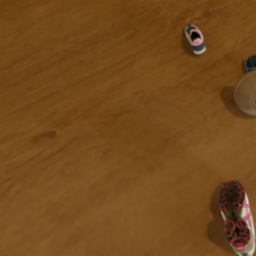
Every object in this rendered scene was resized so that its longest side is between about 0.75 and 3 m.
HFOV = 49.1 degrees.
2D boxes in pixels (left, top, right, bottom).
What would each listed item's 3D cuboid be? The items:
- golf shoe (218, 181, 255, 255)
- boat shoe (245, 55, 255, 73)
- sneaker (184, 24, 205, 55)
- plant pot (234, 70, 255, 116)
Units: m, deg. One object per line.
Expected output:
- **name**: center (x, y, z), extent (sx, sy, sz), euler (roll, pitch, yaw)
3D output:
- **golf shoe**: center (3.064, 2.519, 7.915), extent (0.787, 0.999, 2.169), euler (-16, 39, 27)
- **boat shoe**: center (5.248, -1.776, 10.085), extent (1.073, 0.876, 2.551), euler (-23, 65, -12)
- **sneaker**: center (2.613, -3.725, 11.089), extent (0.616, 0.720, 1.756), euler (-23, 52, 12)
- **plant pot**: center (4.360, -1.034, 9.166), extent (1.658, 1.658, 0.765), euler (18, 34, 9)
